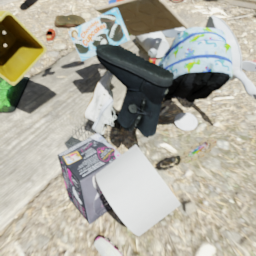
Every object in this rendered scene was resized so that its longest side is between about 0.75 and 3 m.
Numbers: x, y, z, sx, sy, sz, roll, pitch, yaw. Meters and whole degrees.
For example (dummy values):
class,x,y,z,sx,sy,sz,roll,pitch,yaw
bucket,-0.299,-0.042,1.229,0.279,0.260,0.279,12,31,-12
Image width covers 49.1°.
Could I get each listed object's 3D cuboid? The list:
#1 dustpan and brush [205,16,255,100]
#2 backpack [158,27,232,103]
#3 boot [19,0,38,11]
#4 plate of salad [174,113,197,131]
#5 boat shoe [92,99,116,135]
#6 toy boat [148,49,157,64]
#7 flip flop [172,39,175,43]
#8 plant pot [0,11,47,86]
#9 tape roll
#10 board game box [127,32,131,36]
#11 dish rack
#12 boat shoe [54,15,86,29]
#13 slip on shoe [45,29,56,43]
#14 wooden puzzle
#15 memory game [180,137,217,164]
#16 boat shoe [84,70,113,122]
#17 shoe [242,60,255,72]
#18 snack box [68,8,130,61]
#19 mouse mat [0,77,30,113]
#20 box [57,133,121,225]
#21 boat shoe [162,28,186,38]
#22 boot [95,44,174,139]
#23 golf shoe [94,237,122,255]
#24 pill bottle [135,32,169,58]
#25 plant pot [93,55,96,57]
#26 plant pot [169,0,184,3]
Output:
class,x,y,z,sx,sy,sz,roll,pitch,yaw
dustpan and brush,3.182,-1.929,8.807,0.814,1.985,2.844,-10,59,-6
backpack,1.835,-1.656,7.872,2.072,1.953,2.540,7,7,-3
boot,-3.038,-4.047,8.983,0.788,0.287,0.837,-37,20,19
plate of salad,2.253,-0.229,10.961,0.897,0.215,0.897,0,54,0
boat shoe,-0.591,-0.249,7.963,0.514,1.206,0.446,37,32,9
toy boat,2.027,-3.318,13.717,2.130,0.990,1.790,6,44,6
flip flop,2.502,-3.364,10.949,2.108,0.855,0.607,-31,10,-28
plant pot,-3.853,-2.575,8.682,1.585,1.574,1.621,-49,45,-5
tape roll,0.211,1.381,6.333,1.163,1.694,1.694,-36,49,-2
board game box,0.014,-5.011,11.949,0.994,1.958,0.466,-18,20,15
dish rack,-1.272,0.155,10.291,1.618,0.575,2.109,20,47,21
boat shoe,-2.276,-4.101,10.905,1.282,0.433,0.461,-14,76,-34
slip on shoe,-4.576,-5.521,16.476,0.587,0.485,1.584,-6,42,-3
wooden puzzle,0.543,-4.167,10.198,2.717,0.629,2.517,7,-2,34
memory game,1.807,0.598,7.186,1.101,1.101,0.070,-17,58,-18
boat shoe,-0.743,-1.000,8.870,0.670,1.932,0.684,29,29,2
shoe,6.253,-3.153,13.940,1.396,0.499,0.635,10,42,3
snack box,-0.953,-3.005,9.135,1.807,1.050,0.335,-17,17,24
mouse mat,-5.783,-1.544,12.479,2.220,0.104,2.759,0,44,-1
box,-0.938,1.437,7.792,1.359,2.056,1.180,-29,50,-28
boat shoe,2.842,-5.817,16.675,1.747,0.645,0.745,1,43,-2
boot,-0.060,-0.960,7.585,2.344,1.969,0.895,29,37,16
golf shoe,-0.356,3.422,6.714,0.817,0.672,1.785,-33,51,-27
pill bottle,1.287,-4.691,15.004,1.242,1.242,2.172,-14,45,-15
plant pot,-1.399,-3.355,10.901,0.958,0.956,0.976,-32,68,-4
plant pot,1.811,-5.154,10.264,0.915,0.915,0.833,7,61,8
